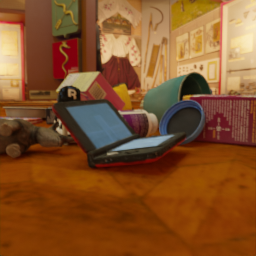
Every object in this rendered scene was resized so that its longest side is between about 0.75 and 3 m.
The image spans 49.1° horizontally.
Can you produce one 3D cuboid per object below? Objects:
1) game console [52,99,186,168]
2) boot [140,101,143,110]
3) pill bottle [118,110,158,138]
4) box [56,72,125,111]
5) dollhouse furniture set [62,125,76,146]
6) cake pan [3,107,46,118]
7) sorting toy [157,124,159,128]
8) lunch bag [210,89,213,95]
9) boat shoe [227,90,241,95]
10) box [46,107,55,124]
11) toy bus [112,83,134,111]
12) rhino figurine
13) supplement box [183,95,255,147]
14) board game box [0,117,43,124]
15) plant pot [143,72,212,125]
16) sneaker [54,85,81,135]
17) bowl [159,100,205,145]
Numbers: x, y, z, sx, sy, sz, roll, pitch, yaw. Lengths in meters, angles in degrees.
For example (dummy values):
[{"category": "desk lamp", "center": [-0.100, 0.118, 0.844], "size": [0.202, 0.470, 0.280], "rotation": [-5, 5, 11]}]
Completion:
[{"category": "game console", "center": [-0.044, -0.090, 5.909], "size": [1.975, 1.360, 2.291], "rotation": [-9, 4, 26]}, {"category": "boot", "center": [1.680, -1.248, 16.880], "size": [2.096, 0.981, 2.696], "rotation": [3, 7, 20]}, {"category": "pill bottle", "center": [0.057, -0.073, 8.106], "size": [1.566, 0.880, 0.880], "rotation": [-4, 8, -31]}, {"category": "box", "center": [-1.777, -1.429, 13.215], "size": [2.430, 1.175, 2.137], "rotation": [9, -31, 45]}, {"category": "dollhouse furniture set", "center": [-1.110, -0.039, 7.219], "size": [1.030, 1.024, 1.461], "rotation": [-2, 7, -18]}, {"category": "cake pan", "center": [-4.952, -0.774, 14.339], "size": [2.686, 0.493, 2.686], "rotation": [2, 3, 0]}, {"category": "sorting toy", "center": [2.252, -0.222, 11.590], "size": [1.619, 0.291, 2.173], "rotation": [3, 8, 22]}, {"category": "lunch bag", "center": [3.289, -1.287, 14.594], "size": [1.602, 1.645, 2.421], "rotation": [-1, 9, -4]}, {"category": "boat shoe", "center": [3.270, -0.807, 9.286], "size": [0.411, 1.086, 0.401], "rotation": [-15, 54, -43]}, {"category": "box", "center": [-3.035, -0.587, 12.796], "size": [1.237, 0.707, 1.358], "rotation": [-2, 7, -8]}, {"category": "toy bus", "center": [-1.132, -1.346, 15.913], "size": [2.555, 1.806, 2.661], "rotation": [-17, 7, -6]}, {"category": "rhino figurine", "center": [-2.569, 0.193, 6.315], "size": [2.798, 0.836, 1.223], "rotation": [0, 7, -11]}, {"category": "supplement box", "center": [3.028, -0.288, 8.058], "size": [2.535, 1.308, 1.659], "rotation": [5, 9, 34]}, {"category": "board game box", "center": [-5.191, -0.314, 12.638], "size": [2.292, 0.223, 1.180], "rotation": [2, 8, 12]}, {"category": "plant pot", "center": [1.680, -0.845, 10.149], "size": [2.056, 2.056, 1.932], "rotation": [-7, 4, -43]}, {"category": "sneaker", "center": [-1.848, -0.592, 9.044], "size": [0.991, 1.518, 2.714], "rotation": [1, 11, -28]}, {"category": "bowl", "center": [1.466, -0.136, 7.596], "size": [1.312, 1.312, 0.258], "rotation": [8, -23, 47]}]
